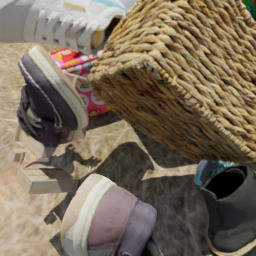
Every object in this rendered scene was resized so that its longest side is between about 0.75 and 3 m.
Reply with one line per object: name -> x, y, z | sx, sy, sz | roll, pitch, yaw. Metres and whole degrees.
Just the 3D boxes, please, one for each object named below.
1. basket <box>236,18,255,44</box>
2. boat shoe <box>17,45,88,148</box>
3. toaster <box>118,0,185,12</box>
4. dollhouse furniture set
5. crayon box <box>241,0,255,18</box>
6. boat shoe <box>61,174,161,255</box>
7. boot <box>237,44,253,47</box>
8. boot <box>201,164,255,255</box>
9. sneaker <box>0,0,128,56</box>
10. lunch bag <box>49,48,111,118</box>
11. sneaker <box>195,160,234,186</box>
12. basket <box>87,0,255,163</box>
basket -> 3.261, -2.956, 7.323 | 1.545, 2.164, 1.612 | 3, 39, -44
boat shoe -> -0.967, -0.156, 3.417 | 0.715, 2.208, 0.794 | -34, 83, -14
toaster -> 0.864, -2.440, 6.657 | 1.641, 2.500, 2.765 | -33, 60, 4
dollhouse furniture set -> -1.326, 0.011, 5.036 | 0.905, 2.044, 1.060 | 9, 11, -45
crayon box -> 2.179, -3.391, 6.445 | 1.155, 0.567, 1.945 | -7, 57, -29
boat shoe -> -0.046, 1.481, 3.099 | 0.817, 2.523, 0.907 | 19, 49, 22
boot -> 2.719, -1.622, 5.531 | 2.485, 2.988, 1.081 | -4, 24, 14
boot -> 2.196, 0.970, 4.601 | 2.372, 1.641, 0.919 | -37, 35, -25
sneaker -> -0.988, -1.774, 4.565 | 2.729, 1.044, 1.102 | -23, 66, -40
lunch bag -> -0.985, -1.450, 7.758 | 2.586, 2.278, 1.059 | -19, 50, -14
sneaker -> 2.235, 0.867, 6.912 | 0.735, 0.625, 1.611 | 32, 57, 20
basket -> 0.980, -0.907, 4.830 | 1.981, 2.776, 2.068 | -4, 57, 56
